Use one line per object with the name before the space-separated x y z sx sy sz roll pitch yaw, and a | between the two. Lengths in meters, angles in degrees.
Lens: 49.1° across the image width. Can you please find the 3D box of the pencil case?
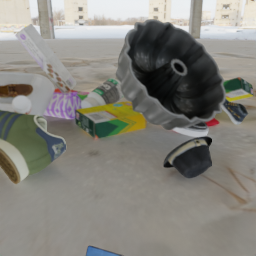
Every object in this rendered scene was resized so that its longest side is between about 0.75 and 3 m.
pencil case | -2.619 -0.861 9.430 2.133 0.912 0.895 8 22 21

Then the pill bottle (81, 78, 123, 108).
pill bottle | -0.854 -1.002 9.479 0.816 0.816 1.442 18 48 37

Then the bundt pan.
bundt pan | 0.970 -1.207 7.021 2.926 2.926 1.098 -16 -17 -35

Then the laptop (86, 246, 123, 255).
laptop | -0.172 1.933 2.698 1.082 0.669 1.155 8 23 20

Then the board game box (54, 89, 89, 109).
board game box | -2.369 -1.068 10.655 1.920 0.387 1.469 11 24 25

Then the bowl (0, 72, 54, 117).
bowl | -3.577 -0.992 8.734 2.120 0.791 2.117 6 52 9

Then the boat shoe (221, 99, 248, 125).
boat shoe | 3.243 -0.658 8.650 0.381 0.489 1.076 -10 56 -31

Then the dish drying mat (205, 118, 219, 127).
dish drying mat | 1.995 -0.149 8.595 1.552 0.141 0.596 -10 34 -22

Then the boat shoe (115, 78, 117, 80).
boat shoe | -0.410 -1.988 11.759 0.423 1.180 0.449 29 4 15

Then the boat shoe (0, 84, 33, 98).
boat shoe | -3.265 -1.046 7.913 1.107 0.398 0.374 -5 -2 0

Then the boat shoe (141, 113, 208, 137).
boat shoe | 1.306 -0.472 7.969 2.187 0.725 0.765 26 34 13

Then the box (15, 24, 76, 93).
box | -2.896 -2.429 10.117 0.506 2.614 0.542 -14 36 36

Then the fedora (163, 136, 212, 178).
fedora | 1.343 0.686 5.803 1.214 1.214 0.555 -13 59 -29

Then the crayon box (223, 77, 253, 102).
crayon box | 3.164 -1.168 9.533 1.770 0.449 1.123 -13 -14 39

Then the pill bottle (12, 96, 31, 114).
pill bottle | -2.724 -0.569 7.172 0.454 0.454 0.809 -7 -4 -18

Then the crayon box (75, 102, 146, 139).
crayon box | -0.386 -0.306 8.489 2.078 0.528 1.319 -12 25 -31

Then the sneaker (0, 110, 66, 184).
sneaker | -2.548 0.142 6.504 1.340 1.001 2.985 -27 38 -32
